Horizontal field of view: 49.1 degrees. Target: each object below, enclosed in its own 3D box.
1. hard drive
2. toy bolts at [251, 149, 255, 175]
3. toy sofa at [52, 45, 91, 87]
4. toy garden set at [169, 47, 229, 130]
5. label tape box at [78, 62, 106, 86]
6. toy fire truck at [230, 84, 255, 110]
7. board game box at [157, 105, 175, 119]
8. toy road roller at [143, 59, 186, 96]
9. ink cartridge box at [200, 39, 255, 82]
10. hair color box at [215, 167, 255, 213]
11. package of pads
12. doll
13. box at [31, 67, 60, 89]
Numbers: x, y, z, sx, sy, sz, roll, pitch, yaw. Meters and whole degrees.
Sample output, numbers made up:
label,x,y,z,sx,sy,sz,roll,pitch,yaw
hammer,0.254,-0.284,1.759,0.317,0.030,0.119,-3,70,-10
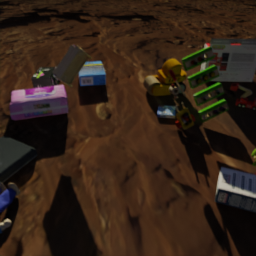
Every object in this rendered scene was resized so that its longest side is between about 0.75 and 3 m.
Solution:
label,x,y,z,sx,sy,sz,roll,pitch,yaw
hard drive,-4.531,1.208,9.434,1.656,0.390,2.373,18,39,23
toy bolts,4.602,1.218,8.898,0.914,1.259,1.318,16,56,4
toy sofa,-2.327,-2.574,11.598,0.774,1.586,0.657,37,4,26
toy garden set,2.668,-1.389,10.975,2.312,2.773,0.553,-26,21,-5
label tape box,-2.002,-2.960,15.172,1.372,0.633,1.914,-6,34,-10
toy fire truck,5.287,-1.413,12.646,1.398,0.986,0.341,16,39,22
board game box,1.687,-0.711,12.357,0.775,0.169,0.778,5,36,6
toy road roller,1.847,-2.514,13.748,2.063,1.506,1.268,-10,36,-14
ink cartridge box,5.351,-3.696,14.730,2.630,2.309,1.103,2,35,2
hair color box,3.664,1.909,8.254,1.995,0.604,0.998,12,37,17
package of pads,-3.912,-1.134,12.302,2.422,0.916,1.459,-10,36,-14
doll,-3.835,2.456,7.515,1.596,0.567,2.339,6,35,12
box,-4.129,-2.438,14.168,1.004,0.840,1.352,-2,34,6
